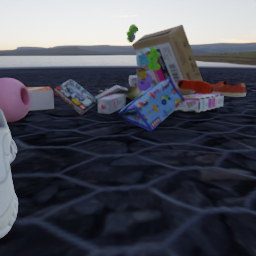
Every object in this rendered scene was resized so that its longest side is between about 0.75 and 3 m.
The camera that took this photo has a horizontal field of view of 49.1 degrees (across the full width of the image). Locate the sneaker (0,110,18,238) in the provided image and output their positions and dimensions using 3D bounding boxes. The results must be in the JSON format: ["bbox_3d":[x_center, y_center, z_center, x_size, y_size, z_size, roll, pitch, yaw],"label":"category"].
[{"bbox_3d":[-2.076,0.554,4.070,0.880,0.950,2.343,-2,35,-22],"label":"sneaker"}]

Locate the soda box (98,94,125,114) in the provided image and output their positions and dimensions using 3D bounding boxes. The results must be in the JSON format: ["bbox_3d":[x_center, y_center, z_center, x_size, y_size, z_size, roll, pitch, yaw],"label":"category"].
[{"bbox_3d":[-0.634,-0.981,11.096,0.507,0.546,1.600,6,17,20],"label":"soda box"}]

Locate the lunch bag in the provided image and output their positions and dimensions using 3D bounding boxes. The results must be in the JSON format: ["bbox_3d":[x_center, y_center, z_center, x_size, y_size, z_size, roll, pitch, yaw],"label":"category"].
[{"bbox_3d":[0.604,-0.768,9.025,1.467,0.916,1.948,-41,17,-14],"label":"lunch bag"}]

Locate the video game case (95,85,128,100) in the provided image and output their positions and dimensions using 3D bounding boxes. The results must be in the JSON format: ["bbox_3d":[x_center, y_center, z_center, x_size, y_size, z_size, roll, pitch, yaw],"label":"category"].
[{"bbox_3d":[-0.713,-1.453,12.024,1.128,0.138,1.577,-26,-4,14],"label":"video game case"}]

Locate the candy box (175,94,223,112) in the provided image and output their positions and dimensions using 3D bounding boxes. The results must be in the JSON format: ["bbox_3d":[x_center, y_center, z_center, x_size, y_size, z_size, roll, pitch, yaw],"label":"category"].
[{"bbox_3d":[2.744,-1.009,10.909,1.750,0.534,1.193,-15,16,-43],"label":"candy box"}]

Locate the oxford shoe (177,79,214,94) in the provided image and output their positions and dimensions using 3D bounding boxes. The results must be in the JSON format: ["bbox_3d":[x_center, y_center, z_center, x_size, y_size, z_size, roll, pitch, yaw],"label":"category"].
[{"bbox_3d":[2.021,-1.266,8.331,1.072,0.381,0.389,17,22,14],"label":"oxford shoe"}]

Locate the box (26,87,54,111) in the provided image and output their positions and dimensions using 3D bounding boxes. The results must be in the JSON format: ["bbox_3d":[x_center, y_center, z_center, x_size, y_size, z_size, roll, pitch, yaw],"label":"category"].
[{"bbox_3d":[-3.892,-1.183,11.299,1.613,0.786,1.003,-6,19,-22],"label":"box"}]

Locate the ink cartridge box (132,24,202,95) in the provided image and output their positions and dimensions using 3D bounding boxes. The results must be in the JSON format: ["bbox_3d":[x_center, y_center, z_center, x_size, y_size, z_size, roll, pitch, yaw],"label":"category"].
[{"bbox_3d":[1.477,-2.416,10.538,1.956,2.374,0.892,3,38,50],"label":"ink cartridge box"}]

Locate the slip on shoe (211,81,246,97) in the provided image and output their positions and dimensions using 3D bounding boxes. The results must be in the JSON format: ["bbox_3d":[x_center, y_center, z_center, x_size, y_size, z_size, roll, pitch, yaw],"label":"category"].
[{"bbox_3d":[4.984,-2.125,14.879,2.494,0.763,0.924,10,20,38],"label":"slip on shoe"}]

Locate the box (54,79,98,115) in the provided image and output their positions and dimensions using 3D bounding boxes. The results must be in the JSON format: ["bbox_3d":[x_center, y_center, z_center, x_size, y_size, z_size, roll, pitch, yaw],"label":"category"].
[{"bbox_3d":[-1.957,-1.189,10.539,1.369,0.273,0.937,38,46,6],"label":"box"}]

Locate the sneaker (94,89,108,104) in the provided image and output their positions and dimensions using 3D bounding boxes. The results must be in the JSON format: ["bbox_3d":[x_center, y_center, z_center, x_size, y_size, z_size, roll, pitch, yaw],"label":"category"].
[{"bbox_3d":[-1.310,-1.450,12.760,0.527,0.565,1.497,6,16,21],"label":"sneaker"}]

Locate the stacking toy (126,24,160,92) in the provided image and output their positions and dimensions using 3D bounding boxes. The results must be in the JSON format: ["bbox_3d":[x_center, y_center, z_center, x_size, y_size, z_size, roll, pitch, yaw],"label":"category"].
[{"bbox_3d":[0.625,-2.000,9.774,0.634,2.696,2.033,-18,47,-12],"label":"stacking toy"}]

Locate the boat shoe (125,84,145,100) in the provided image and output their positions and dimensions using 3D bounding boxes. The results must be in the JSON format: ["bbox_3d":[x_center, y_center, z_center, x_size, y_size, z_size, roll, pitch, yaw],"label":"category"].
[{"bbox_3d":[0.394,-1.627,13.080,0.699,0.810,2.221,40,-1,-6],"label":"boat shoe"}]

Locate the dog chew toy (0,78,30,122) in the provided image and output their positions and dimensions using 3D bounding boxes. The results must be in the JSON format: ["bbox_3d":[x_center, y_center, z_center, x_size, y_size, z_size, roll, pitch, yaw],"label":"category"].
[{"bbox_3d":[-4.408,-0.805,9.068,2.286,1.424,1.424,-9,14,6],"label":"dog chew toy"}]
